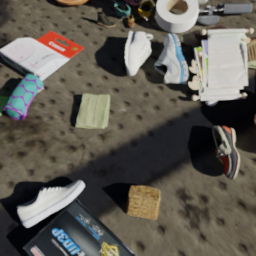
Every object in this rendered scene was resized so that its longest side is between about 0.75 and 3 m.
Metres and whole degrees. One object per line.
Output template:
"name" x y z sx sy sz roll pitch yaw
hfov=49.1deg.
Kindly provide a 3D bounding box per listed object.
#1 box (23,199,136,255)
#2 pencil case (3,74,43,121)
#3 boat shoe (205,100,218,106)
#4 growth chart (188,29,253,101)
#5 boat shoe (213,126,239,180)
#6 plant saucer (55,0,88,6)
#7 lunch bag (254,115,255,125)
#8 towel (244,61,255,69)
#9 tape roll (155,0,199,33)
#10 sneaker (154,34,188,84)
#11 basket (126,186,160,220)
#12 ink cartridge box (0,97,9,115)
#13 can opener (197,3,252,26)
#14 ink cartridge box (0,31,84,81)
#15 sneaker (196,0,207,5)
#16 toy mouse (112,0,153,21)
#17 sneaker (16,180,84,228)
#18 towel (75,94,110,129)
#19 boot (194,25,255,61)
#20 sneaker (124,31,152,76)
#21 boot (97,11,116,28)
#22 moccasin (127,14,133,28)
"box" -1.144 3.058 6.785 2.172 0.500 1.726 37 62 23
"pencil case" -3.561 -1.086 9.657 0.782 0.720 1.692 26 56 -10
"boat shoe" 3.140 -1.179 9.960 0.387 0.344 1.052 36 62 23
"growth chart" 3.259 -2.281 9.928 2.128 0.261 2.940 7 77 10
"boat shoe" 2.890 0.695 8.378 0.589 0.670 1.883 13 49 -3
"plant saucer" -2.557 -6.815 13.744 2.378 0.445 2.378 -5 62 9
"lunch bag" 5.302 -0.300 8.636 2.445 1.002 2.154 -22 68 -6
"towel" 5.045 -3.024 11.308 1.345 0.331 1.812 8 54 5
"tape roll" 2.123 -5.084 12.269 1.830 0.640 1.830 -1 68 2
"sneaker" 1.506 -2.678 10.730 1.099 0.951 2.536 -9 54 0
"basket" 0.421 2.017 7.688 0.877 0.653 0.626 7 22 5
"ink cartridge box" -5.783 -0.852 9.408 2.885 0.856 1.498 5 54 3
"can opener" 4.336 -5.186 12.769 2.668 0.892 0.712 -8 27 -16
"ink cartridge box" -3.414 -3.134 11.234 2.088 0.733 2.569 31 64 21
"sneaker" 2.786 -6.087 13.348 1.962 0.751 0.793 8 61 15
"toy mouse" 0.083 -5.743 13.182 2.221 0.484 2.499 13 55 9
"sneaker" -2.053 1.859 7.435 1.857 0.678 0.658 -32 100 -20
"towel" -1.169 -0.584 9.529 1.085 0.267 1.462 2 55 5
"boot" 4.158 -3.506 11.016 2.684 0.971 2.232 -17 51 8
"sneaker" 0.400 -2.953 10.893 0.962 0.913 2.390 6 55 4
"boot" -0.986 -4.813 12.440 0.868 0.601 0.336 10 55 7
"moccasin" 0.125 -4.813 12.613 0.300 0.317 0.821 5 54 2
